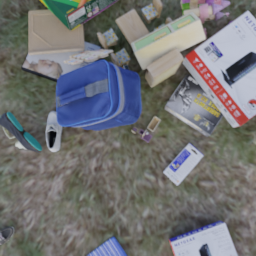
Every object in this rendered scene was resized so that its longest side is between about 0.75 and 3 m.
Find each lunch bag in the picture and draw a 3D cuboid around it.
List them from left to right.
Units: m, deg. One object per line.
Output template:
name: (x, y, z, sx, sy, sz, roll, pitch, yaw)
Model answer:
lunch bag: (-1.069, -0.902, 8.405, 2.561, 1.694, 1.740, -13, 76, 35)

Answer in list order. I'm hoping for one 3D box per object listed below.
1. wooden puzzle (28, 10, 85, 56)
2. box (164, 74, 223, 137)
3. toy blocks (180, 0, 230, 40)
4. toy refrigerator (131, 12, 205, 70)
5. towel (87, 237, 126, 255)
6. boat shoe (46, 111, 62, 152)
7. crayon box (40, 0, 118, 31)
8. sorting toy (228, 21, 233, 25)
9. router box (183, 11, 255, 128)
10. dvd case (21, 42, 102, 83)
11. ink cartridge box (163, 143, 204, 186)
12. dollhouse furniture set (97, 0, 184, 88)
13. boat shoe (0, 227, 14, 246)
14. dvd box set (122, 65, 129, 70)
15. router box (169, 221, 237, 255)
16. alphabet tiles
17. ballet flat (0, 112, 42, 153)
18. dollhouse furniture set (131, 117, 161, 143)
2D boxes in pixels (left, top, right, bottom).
wooden puzzle: (-2.515, -3.380, 9.829, 1.887, 0.380, 2.040, -6, 66, -4)
box: (2.335, -0.762, 9.446, 1.768, 0.427, 1.400, 35, 81, 7)
toy blocks: (2.615, -4.207, 9.422, 1.597, 1.773, 1.897, -7, 75, 12)
toy refrigerator: (1.187, -2.698, 8.624, 2.103, 0.736, 0.798, -24, 38, 11)
towel: (-0.673, 4.029, 8.615, 1.150, 0.137, 0.833, -34, 80, -6)
boat shoe: (-2.493, 0.088, 9.244, 0.500, 0.456, 1.389, 0, 76, 3)
crayon box: (-1.684, -5.133, 9.878, 2.858, 0.833, 2.466, -39, 73, -13)
sorting toy: (4.409, -3.114, 9.964, 2.028, 0.703, 0.698, 47, 53, 11)
router box: (3.561, -1.836, 8.893, 2.476, 0.674, 2.759, -37, 83, 0)
dvd case: (-2.328, -2.438, 9.906, 2.432, 0.213, 1.735, 19, 79, 4)
ink cartridge box: (1.796, 1.186, 9.143, 0.628, 0.246, 1.327, 42, 84, 11)
dollhouse furniture set: (0.544, -2.728, 9.070, 2.284, 1.618, 2.487, -32, 87, -1)
boat shoe: (-4.115, 3.494, 8.610, 1.247, 0.355, 0.417, -31, 80, -6)
dvd box set: (-0.165, -1.474, 9.287, 0.158, 1.076, 0.788, -13, 79, -27)
router box: (2.337, 3.906, 8.458, 1.781, 0.435, 1.598, -19, 81, -4)
alphabet tiles: (-1.300, -2.341, 9.092, 1.468, 1.500, 0.110, -27, 120, -26)
ballet flat: (-3.522, 0.257, 9.046, 0.613, 0.613, 1.679, -40, 106, -8)
dollhouse furniture set: (0.629, -0.095, 9.207, 0.698, 0.625, 0.880, 33, 80, 6)
